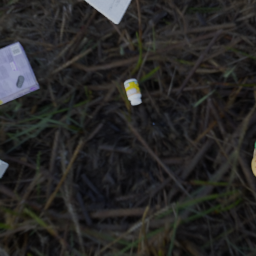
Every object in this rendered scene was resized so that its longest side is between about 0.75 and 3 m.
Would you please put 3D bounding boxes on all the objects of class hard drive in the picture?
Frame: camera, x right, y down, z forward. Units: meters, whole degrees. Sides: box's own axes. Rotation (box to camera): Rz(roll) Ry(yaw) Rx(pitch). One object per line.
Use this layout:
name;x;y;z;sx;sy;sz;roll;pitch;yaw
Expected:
hard drive;-0.551;-3.360;6.985;0.181;1.356;0.894;37;100;44

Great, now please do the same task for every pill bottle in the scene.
pill bottle;0.176;-1.190;9.414;0.441;0.441;0.782;-15;78;-3

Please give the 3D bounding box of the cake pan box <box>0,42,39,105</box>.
cake pan box;-4.156;-1.857;9.552;1.666;0.473;1.809;-25;79;-8

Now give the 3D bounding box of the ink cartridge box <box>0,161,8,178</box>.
ink cartridge box;-4.707;1.266;8.812;1.365;0.567;1.001;26;79;5

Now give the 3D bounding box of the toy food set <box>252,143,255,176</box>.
toy food set;4.897;0.966;8.946;1.814;0.441;1.796;18;78;4
